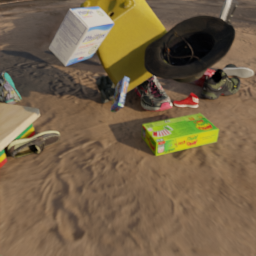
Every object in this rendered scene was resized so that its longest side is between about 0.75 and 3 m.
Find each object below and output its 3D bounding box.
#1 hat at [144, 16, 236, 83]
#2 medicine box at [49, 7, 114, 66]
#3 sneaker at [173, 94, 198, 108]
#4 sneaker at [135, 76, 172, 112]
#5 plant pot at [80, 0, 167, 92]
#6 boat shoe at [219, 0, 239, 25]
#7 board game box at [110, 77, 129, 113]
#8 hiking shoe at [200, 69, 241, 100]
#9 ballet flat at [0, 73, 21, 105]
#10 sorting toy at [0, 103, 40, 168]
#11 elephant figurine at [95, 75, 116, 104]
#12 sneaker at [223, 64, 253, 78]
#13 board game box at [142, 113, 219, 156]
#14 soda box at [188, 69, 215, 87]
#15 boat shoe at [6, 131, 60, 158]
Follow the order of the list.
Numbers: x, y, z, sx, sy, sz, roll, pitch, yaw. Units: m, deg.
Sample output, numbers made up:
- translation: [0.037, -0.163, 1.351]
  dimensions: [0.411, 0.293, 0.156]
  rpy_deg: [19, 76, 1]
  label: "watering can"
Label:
- translation: [1.983, -2.203, 8.851]
  dimensions: [2.880, 1.162, 2.880]
  rpy_deg: [-16, 46, 17]
  label: "hat"
- translation: [-1.334, -2.639, 8.034]
  dimensions: [0.746, 1.449, 1.320]
  rpy_deg: [48, 38, 2]
  label: "medicine box"
- translation: [2.432, -1.200, 11.793]
  dimensions: [1.049, 0.606, 0.411]
  rpy_deg: [3, 33, 5]
  label: "sneaker"
- translation: [0.948, -1.604, 11.988]
  dimensions: [1.165, 1.079, 2.890]
  rpy_deg: [-11, 35, -16]
  label: "sneaker"
- translation: [-0.188, -3.611, 10.449]
  dimensions: [2.821, 2.904, 2.839]
  rpy_deg: [-31, 60, 10]
  label: "plant pot"
- translation: [3.935, -4.236, 11.312]
  dimensions: [0.601, 1.815, 0.634]
  rpy_deg: [12, 34, 2]
  label: "boat shoe"
- translation: [-0.221, -0.867, 7.390]
  dimensions: [0.144, 0.568, 0.839]
  rpy_deg: [19, 72, -19]
  label: "board game box"
- translation: [4.306, -2.074, 12.596]
  dimensions: [2.366, 1.191, 0.896]
  rpy_deg: [-22, 39, -30]
  label: "hiking shoe"
- translation: [-5.484, -1.735, 12.434]
  dimensions: [0.938, 0.938, 2.608]
  rpy_deg: [-17, 36, -24]
  label: "ballet flat"
- translation: [-4.814, 0.258, 9.199]
  dimensions: [2.810, 0.984, 2.827]
  rpy_deg: [9, 34, 14]
  label: "sorting toy"
- translation: [-0.810, -1.487, 12.029]
  dimensions: [1.027, 1.126, 1.452]
  rpy_deg: [-31, 61, 14]
  label: "elephant figurine"
- translation: [5.736, -3.047, 14.672]
  dimensions: [1.562, 0.552, 0.775]
  rpy_deg: [8, 39, 20]
  label: "sneaker"
- translation: [1.773, 0.185, 9.709]
  dimensions: [2.337, 0.556, 1.187]
  rpy_deg: [-11, 35, -17]
  label: "board game box"
- translation: [3.169, -2.696, 14.010]
  dimensions: [2.210, 0.701, 0.774]
  rpy_deg: [25, 41, 34]
  label: "soda box"
- translation: [-2.991, 0.596, 9.120]
  dimensions: [1.728, 0.633, 0.560]
  rpy_deg: [-19, 52, -27]
  label: "boat shoe"
